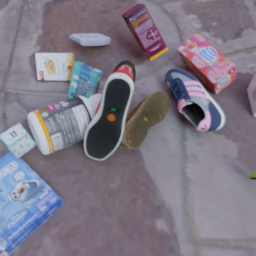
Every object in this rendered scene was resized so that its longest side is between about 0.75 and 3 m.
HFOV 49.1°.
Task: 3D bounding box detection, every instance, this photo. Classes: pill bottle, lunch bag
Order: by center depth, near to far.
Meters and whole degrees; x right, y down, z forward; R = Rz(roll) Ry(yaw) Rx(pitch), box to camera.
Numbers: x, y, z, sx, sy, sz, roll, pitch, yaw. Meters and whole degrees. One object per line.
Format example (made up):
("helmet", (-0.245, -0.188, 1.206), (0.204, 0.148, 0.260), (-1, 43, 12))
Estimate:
("lunch bag", (-3.003, 0.331, 7.611), (0.653, 0.767, 0.468), (-37, 25, -20))
("pill bottle", (-1.673, -0.182, 8.244), (2.217, 1.290, 1.290), (-23, 57, -24))

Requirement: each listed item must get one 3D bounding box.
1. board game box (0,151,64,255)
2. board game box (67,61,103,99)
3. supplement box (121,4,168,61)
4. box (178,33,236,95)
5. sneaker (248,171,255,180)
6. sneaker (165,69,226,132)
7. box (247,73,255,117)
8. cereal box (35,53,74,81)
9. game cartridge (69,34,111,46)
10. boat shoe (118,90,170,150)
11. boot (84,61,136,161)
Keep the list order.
("board game box", (-3.232, 1.960, 7.228), (2.178, 0.475, 2.189), (35, 60, 24))
("board game box", (-1.437, -1.427, 9.243), (0.953, 1.262, 0.296), (27, 29, 16))
("supplement box", (0.595, -3.433, 10.035), (0.766, 1.788, 0.987), (-32, 26, 5))
("box", (2.744, -2.245, 9.791), (0.933, 0.975, 1.955), (-40, 62, 6))
("sneaker", (3.459, 1.328, 7.315), (0.359, 0.934, 0.391), (-34, 83, -1))
("sneaker", (1.853, -0.963, 8.832), (1.109, 0.948, 2.703), (-11, 50, -38))
("box", (5.145, -1.066, 9.146), (2.001, 0.976, 1.245), (3, 54, 2))
("cereal box", (-2.602, -2.182, 10.021), (1.323, 0.952, 0.261), (0, 20, 0))
("game cartridge", (-1.436, -3.432, 10.893), (1.421, 0.288, 0.947), (-17, 35, -38))
("boat shoe", (0.393, -0.313, 8.597), (0.841, 0.897, 2.492), (-6, 34, 50))
("boot", (-0.438, -0.520, 8.018), (0.971, 2.682, 1.935), (20, 27, -5))
